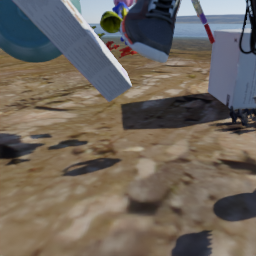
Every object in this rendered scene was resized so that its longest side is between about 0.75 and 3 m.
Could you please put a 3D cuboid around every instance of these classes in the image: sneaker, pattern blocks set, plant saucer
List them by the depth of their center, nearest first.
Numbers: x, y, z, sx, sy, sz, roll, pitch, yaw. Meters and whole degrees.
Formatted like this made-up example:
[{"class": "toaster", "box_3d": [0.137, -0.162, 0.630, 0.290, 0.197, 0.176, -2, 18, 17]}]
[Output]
[{"class": "sneaker", "box_3d": [0.344, -1.517, 3.471, 0.654, 0.695, 1.696, 19, 47, -17]}, {"class": "pattern blocks set", "box_3d": [1.699, -3.404, 7.264, 0.173, 2.133, 1.875, -22, -30, 22]}, {"class": "plant saucer", "box_3d": [-2.663, -3.170, 7.625, 2.705, 2.705, 0.486, 0, 11, -1]}]

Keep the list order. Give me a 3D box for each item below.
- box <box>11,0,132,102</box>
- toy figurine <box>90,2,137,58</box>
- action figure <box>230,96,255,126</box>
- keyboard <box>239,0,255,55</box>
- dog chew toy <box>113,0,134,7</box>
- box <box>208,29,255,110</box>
[{"class": "box", "box_3d": [-0.825, -1.364, 4.008, 0.519, 2.503, 0.484, -33, 43, 14]}, {"class": "toy figurine", "box_3d": [-0.250, -2.253, 5.919, 0.840, 0.954, 1.593, -12, -14, 29]}, {"class": "action figure", "box_3d": [3.757, -0.486, 7.901, 1.556, 0.794, 0.925, -5, 12, -9]}, {"class": "keyboard", "box_3d": [1.580, -1.296, 3.562, 0.543, 2.742, 1.427, -6, 16, 35]}, {"class": "dog chew toy", "box_3d": [-0.092, -4.656, 9.850, 0.892, 0.892, 1.432, 7, 48, 18]}, {"class": "box", "box_3d": [4.031, -2.149, 9.791, 1.600, 2.435, 2.448, -1, 22, -4]}]
